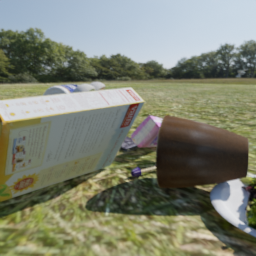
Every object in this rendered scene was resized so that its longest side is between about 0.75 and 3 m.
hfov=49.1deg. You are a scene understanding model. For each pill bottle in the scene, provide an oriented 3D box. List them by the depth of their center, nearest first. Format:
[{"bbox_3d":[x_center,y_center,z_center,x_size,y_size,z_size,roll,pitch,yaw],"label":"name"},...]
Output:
[{"bbox_3d":[-3.097,-1.487,14.842,1.607,1.607,2.896,3,12,16],"label":"pill bottle"}]

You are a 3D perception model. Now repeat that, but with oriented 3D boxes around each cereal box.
[{"bbox_3d":[-1.213,0.269,5.478,2.930,2.108,0.579,-13,52,-43],"label":"cereal box"}]

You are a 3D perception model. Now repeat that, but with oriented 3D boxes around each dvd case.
[{"bbox_3d":[-0.183,0.481,9.124,1.513,0.121,1.125,12,17,41],"label":"dvd case"}]

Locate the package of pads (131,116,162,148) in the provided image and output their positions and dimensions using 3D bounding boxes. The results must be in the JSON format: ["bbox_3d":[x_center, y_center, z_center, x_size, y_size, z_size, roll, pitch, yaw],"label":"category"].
[{"bbox_3d":[0.745,0.143,8.237,0.546,0.869,1.442,50,18,21],"label":"package of pads"}]

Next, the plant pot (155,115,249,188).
[{"bbox_3d":[1.491,0.524,5.533,1.596,1.491,1.491,3,12,18],"label":"plant pot"}]

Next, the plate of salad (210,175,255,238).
[{"bbox_3d":[2.771,1.170,4.594,2.741,0.658,2.741,-1,12,0],"label":"plate of salad"}]

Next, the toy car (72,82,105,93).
[{"bbox_3d":[-1.205,-0.466,10.156,1.709,1.995,2.280,-43,-2,21],"label":"toy car"}]

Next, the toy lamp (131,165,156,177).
[{"bbox_3d":[0.409,0.993,6.508,0.776,0.226,0.226,-5,13,-35],"label":"toy lamp"}]
